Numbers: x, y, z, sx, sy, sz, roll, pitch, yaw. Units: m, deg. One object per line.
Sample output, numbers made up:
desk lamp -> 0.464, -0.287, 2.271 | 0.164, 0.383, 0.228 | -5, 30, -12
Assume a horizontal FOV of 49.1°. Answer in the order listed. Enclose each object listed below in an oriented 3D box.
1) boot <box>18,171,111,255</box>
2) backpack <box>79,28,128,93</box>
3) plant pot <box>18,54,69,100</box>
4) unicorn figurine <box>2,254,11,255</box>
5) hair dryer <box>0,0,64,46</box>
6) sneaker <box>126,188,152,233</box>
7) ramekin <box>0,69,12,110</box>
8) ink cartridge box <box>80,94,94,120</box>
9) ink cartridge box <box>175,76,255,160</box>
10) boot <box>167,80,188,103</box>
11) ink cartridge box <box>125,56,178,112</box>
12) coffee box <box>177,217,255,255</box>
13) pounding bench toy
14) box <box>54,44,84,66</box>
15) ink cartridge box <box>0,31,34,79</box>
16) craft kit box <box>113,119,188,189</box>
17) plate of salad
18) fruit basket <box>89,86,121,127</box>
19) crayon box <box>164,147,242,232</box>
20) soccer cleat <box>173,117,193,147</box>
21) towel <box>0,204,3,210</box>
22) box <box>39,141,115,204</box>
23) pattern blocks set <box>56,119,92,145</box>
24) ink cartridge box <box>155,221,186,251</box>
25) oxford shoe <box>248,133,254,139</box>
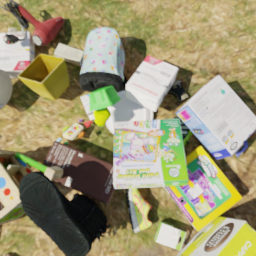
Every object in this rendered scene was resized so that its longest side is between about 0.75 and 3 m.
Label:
boot -> -1.724, 2.362, 8.203 | 1.035, 2.291, 2.796 | -41, 85, 5
backpack -> -0.834, -2.434, 10.081 | 1.810, 1.373, 2.169 | 5, 74, 3
plant pot -> -2.805, -1.689, 9.817 | 1.240, 1.094, 1.240 | 18, 59, 30
unicorn figurine -> -3.639, 4.876, 8.408 | 1.512, 0.813, 2.201 | -13, 67, -21
hair dryer -> -3.469, -3.954, 10.328 | 2.488, 0.676, 1.895 | -9, 84, -40
sneaker -> 0.364, 2.500, 9.214 | 0.768, 0.665, 1.702 | -8, 80, -8
ramekin -> -4.686, -1.318, 9.428 | 0.686, 1.474, 1.474 | 16, 76, 16
ink cartridge box -> -1.336, -0.782, 10.202 | 0.507, 0.298, 0.880 | -23, 77, -6
ink cartridge box -> 3.078, -0.171, 9.202 | 1.713, 0.959, 2.511 | -41, 88, -20
boot -> 1.665, -1.238, 10.297 | 0.990, 0.357, 0.748 | -28, 81, -4
ink cartridge box -> 0.806, -1.547, 9.681 | 1.215, 0.708, 1.679 | 27, 60, 11
coffee box -> 2.849, 4.371, 7.634 | 2.681, 2.655, 2.685 | -43, 79, -10
pounding bench toy -> -3.491, 1.472, 8.783 | 2.435, 1.512, 1.899 | -40, 78, 0
box -> -2.212, -2.776, 10.663 | 1.036, 0.403, 0.492 | 20, 76, 5
ink cartridge box -> -4.162, -2.714, 10.499 | 1.178, 0.684, 1.596 | -4, 73, -2
craft kit box -> 0.640, 0.777, 8.876 | 2.233, 0.542, 2.206 | -4, 60, 3
plate of salad -> 0.008, -0.464, 10.016 | 1.750, 0.420, 1.750 | 0, 95, -6
fruit basket -> -0.738, -0.642, 8.849 | 0.906, 1.256, 1.256 | -13, 75, 16
crayon box -> 2.318, 1.974, 9.259 | 1.798, 0.607, 2.084 | -36, 78, -4
soccer cleat -> 1.802, 0.152, 9.816 | 0.885, 0.737, 2.184 | 31, 74, 23
towel -> -5.307, 3.139, 9.222 | 2.097, 0.239, 1.511 | 3, 76, 1
box -> -1.546, 1.491, 9.310 | 2.467, 0.925, 1.235 | 22, 77, 4
pattern blocks set -> -1.906, 0.118, 9.737 | 1.069, 0.099, 1.216 | 6, 48, 35
ink cartridge box -> 1.347, 3.469, 9.002 | 0.854, 0.324, 0.632 | 19, 85, 8
oxford shoe -> 4.141, -0.030, 9.979 | 0.356, 0.355, 0.997 | -37, 79, -11
